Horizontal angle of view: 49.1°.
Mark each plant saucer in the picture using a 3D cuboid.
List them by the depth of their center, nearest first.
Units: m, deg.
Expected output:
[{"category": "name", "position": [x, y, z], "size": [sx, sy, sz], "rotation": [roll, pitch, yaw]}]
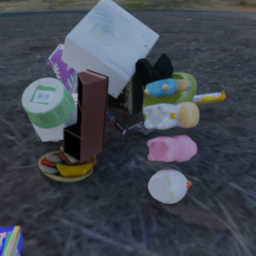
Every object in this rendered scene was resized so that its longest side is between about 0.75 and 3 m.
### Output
[{"category": "plant saucer", "position": [1.113, -0.928, 8.286], "size": [1.917, 0.298, 1.917], "rotation": [-31, 38, 28]}]

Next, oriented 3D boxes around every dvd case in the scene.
[{"category": "dvd case", "position": [0.503, 0.005, 9.363], "size": [0.644, 0.069, 0.867], "rotation": [-27, 27, -33]}]

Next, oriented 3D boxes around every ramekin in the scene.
[{"category": "ramekin", "position": [-1.677, -0.545, 5.828], "size": [1.026, 0.501, 1.026], "rotation": [-4, 60, 6]}]

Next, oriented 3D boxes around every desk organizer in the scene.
[{"category": "desk organizer", "position": [-1.061, -0.270, 6.813], "size": [0.749, 2.090, 0.805], "rotation": [24, 32, 31]}]

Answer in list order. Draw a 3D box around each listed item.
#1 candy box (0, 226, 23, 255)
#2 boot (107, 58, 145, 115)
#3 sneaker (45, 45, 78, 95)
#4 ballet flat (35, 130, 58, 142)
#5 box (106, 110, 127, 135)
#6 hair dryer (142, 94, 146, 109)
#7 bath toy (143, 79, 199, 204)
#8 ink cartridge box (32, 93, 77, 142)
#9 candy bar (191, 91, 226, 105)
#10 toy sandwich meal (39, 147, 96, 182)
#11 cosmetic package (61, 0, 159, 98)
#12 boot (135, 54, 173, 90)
[{"category": "candy box", "position": [-2.609, 2.295, 4.909], "size": [1.217, 0.469, 1.029], "rotation": [-1, 27, -4]}, {"category": "boot", "position": [-0.288, -1.736, 10.368], "size": [1.789, 2.369, 0.855], "rotation": [10, 13, 38]}, {"category": "sneaker", "position": [-2.526, -1.949, 10.457], "size": [1.306, 2.291, 0.830], "rotation": [14, -2, -26]}, {"category": "ballet flat", "position": [-2.108, 0.148, 8.775], "size": [1.563, 0.580, 0.580], "rotation": [-9, 28, 5]}, {"category": "box", "position": [-0.505, -0.247, 8.401], "size": [0.780, 1.090, 0.197], "rotation": [39, 85, 28]}, {"category": "hair dryer", "position": [1.080, -1.279, 10.513], "size": [1.077, 1.413, 0.384], "rotation": [-21, 71, -21]}, {"category": "bath toy", "position": [1.049, 0.319, 6.398], "size": [1.197, 2.752, 1.017], "rotation": [2, 4, 37]}, {"category": "ink cartridge box", "position": [-1.673, -0.467, 8.198], "size": [1.163, 0.670, 2.008], "rotation": [-8, 29, 31]}, {"category": "candy bar", "position": [2.435, -1.077, 10.850], "size": [2.596, 0.288, 0.647], "rotation": [-5, 24, 23]}, {"category": "toy sandwich meal", "position": [-1.531, 0.833, 7.282], "size": [1.543, 0.528, 1.543], "rotation": [11, 22, -5]}, {"category": "cosmetic package", "position": [-0.529, -2.383, 8.357], "size": [2.023, 1.248, 2.029], "rotation": [34, 64, -5]}, {"category": "boot", "position": [0.762, -1.620, 7.667], "size": [0.486, 1.314, 1.076], "rotation": [17, 59, 38]}]
